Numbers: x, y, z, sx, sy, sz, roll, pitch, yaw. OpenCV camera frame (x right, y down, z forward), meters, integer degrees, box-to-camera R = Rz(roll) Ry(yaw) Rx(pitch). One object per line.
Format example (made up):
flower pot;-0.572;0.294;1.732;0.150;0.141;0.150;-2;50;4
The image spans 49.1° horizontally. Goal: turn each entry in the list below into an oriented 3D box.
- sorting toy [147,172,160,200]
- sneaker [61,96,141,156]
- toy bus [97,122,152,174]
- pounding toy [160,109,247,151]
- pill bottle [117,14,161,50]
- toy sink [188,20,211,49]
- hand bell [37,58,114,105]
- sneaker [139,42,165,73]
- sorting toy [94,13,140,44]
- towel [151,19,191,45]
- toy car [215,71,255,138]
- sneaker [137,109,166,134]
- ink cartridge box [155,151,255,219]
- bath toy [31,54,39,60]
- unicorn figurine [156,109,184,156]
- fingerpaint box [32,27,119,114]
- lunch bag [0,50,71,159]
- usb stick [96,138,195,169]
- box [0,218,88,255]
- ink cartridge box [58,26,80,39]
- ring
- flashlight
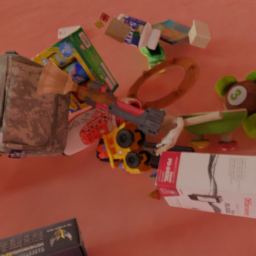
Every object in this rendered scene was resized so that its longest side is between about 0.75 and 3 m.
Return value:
sorting toy;0.618;1.464;6.954;0.310;0.899;0.312;-9;35;-7
sneaker;-0.734;-0.082;8.028;1.396;0.870;2.605;11;43;43
toy bus;-0.164;0.662;7.407;1.287;0.910;1.341;-23;79;24
pounding toy;2.228;0.138;7.831;1.935;1.163;2.507;-4;2;40
pill bottle;0.327;-3.352;9.926;1.520;0.910;0.910;20;51;4
toy sink;2.248;-2.977;8.930;0.518;0.445;0.794;11;53;-14
hand bell;-1.044;-0.832;6.045;1.582;0.824;0.824;19;49;-10
sneaker;0.988;-3.084;10.868;0.838;0.945;2.262;-12;49;-9
sorting toy;-0.324;-2.862;8.077;1.294;0.624;0.219;23;53;-17
towel;1.797;-4.106;11.865;1.683;0.249;2.295;32;42;24
toy car;4.158;-1.501;8.303;2.156;2.733;2.245;-12;50;-10
sneaker;0.690;-0.147;8.588;0.622;0.605;1.562;31;57;7
ink cartridge box;1.754;1.212;5.979;1.976;1.435;0.824;2;58;24
bath toy;-3.648;-2.569;10.868;0.308;0.362;0.832;-14;38;39
unicorn figurine;1.068;0.207;6.972;0.419;0.779;1.134;29;45;-13
fingerpaint box;-1.549;-1.612;8.299;1.682;2.016;0.740;-19;27;32
lunch bag;-2.565;-0.425;6.922;1.669;2.009;2.395;2;81;15
usb stick;0.496;0.748;7.971;2.777;0.453;0.770;7;70;7
box;-1.942;2.623;5.339;2.307;1.819;0.589;-13;50;-12
ink cartridge box;-2.553;-4.098;12.265;0.992;0.249;0.804;-11;50;1
ring;1.020;-1.482;9.055;2.617;0.251;2.617;-26;34;19
flashlight;-0.067;-0.542;7.096;2.033;0.688;0.691;21;45;7
